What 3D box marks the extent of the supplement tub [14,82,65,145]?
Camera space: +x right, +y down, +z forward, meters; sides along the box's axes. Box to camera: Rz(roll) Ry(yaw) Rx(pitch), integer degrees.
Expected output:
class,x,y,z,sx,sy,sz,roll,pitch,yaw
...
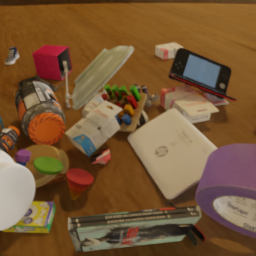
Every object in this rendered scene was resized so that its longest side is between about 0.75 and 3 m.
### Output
class,x,y,z,sx,sy,sz,roll,pitch,yaw
supplement tub,-2.982,-0.500,9.520,1.412,1.412,2.305,-16,40,-20

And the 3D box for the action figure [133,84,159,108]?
class,x,y,z,sx,sy,sz,roll,pitch,yaw
action figure,0.682,-1.229,11.219,1.031,0.550,1.585,-9,35,-8

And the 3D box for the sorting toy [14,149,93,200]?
class,x,y,z,sx,sy,sz,roll,pitch,yaw
sorting toy,-2.018,1.291,7.333,2.177,0.750,0.755,20,18,6

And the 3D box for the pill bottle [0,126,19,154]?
class,x,y,z,sx,sy,sz,roll,pitch,yaw
pill bottle,-3.533,0.394,7.991,0.529,0.529,0.996,10,44,14

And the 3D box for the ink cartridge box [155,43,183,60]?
class,x,y,z,sx,sy,sz,roll,pitch,yaw
ink cartridge box,2.242,-4.212,15.353,1.261,0.522,0.924,-16,39,-21

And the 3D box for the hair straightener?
class,x,y,z,sx,sy,sz,roll,pitch,yaw
hair straightener,1.236,2.262,6.697,0.511,0.272,1.327,-17,40,-22

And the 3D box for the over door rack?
class,x,y,z,sx,sy,sz,roll,pitch,yaw
over door rack,-1.789,-1.808,11.704,1.681,0.758,2.276,-6,58,-8

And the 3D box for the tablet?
class,x,y,z,sx,sy,sz,roll,pitch,yaw
tablet,1.288,0.591,8.347,1.943,0.204,2.985,-32,38,-2

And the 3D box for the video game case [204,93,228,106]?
class,x,y,z,sx,sy,sz,roll,pitch,yaw
video game case,3.629,-1.204,11.615,0.649,0.079,0.908,-8,37,-11

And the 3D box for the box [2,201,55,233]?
class,x,y,z,sx,sy,sz,roll,pitch,yaw
box,-2.500,2.152,6.833,1.273,0.308,0.747,-1,36,2

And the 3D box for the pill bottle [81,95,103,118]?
class,x,y,z,sx,sy,sz,roll,pitch,yaw
pill bottle,-1.299,-0.751,10.563,0.578,0.578,1.062,15,39,20

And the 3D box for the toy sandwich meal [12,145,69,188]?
class,x,y,z,sx,sy,sz,roll,pitch,yaw
toy sandwich meal,-2.550,1.157,7.994,1.767,0.605,1.767,-5,42,4

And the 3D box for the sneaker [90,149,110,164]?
class,x,y,z,sx,sy,sz,roll,pitch,yaw
sneaker,-0.769,0.922,8.295,0.343,0.404,0.931,-13,9,30

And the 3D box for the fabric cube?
class,x,y,z,sx,sy,sz,roll,pitch,yaw
fabric cube,-3.537,-3.086,13.206,1.260,1.264,1.240,7,37,13

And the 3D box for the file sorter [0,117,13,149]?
class,x,y,z,sx,sy,sz,roll,pitch,yaw
file sorter,-5.255,0.207,8.427,1.774,1.569,2.557,29,46,35

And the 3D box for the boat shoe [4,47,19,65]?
class,x,y,z,sx,sy,sz,roll,pitch,yaw
boat shoe,-6.196,-3.834,14.762,0.492,0.612,1.319,0,36,0

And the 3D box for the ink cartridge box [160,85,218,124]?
class,x,y,z,sx,sy,sz,roll,pitch,yaw
ink cartridge box,2.223,-0.786,10.462,1.245,0.721,2.138,-11,36,-18

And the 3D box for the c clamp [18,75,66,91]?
class,x,y,z,sx,sy,sz,roll,pitch,yaw
c clamp,-3.927,-1.931,12.525,1.866,0.253,1.594,26,49,29

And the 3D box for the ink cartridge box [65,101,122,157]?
class,x,y,z,sx,sy,sz,roll,pitch,yaw
ink cartridge box,-0.973,-0.022,8.752,1.703,0.578,0.988,-42,45,-18

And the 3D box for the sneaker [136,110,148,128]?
class,x,y,z,sx,sy,sz,roll,pitch,yaw
sneaker,0.073,-0.529,10.298,0.844,0.551,1.509,-19,34,-11

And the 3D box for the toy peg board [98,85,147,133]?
class,x,y,z,sx,sy,sz,roll,pitch,yaw
toy peg board,-0.376,-0.778,9.727,1.587,0.776,1.580,6,59,27

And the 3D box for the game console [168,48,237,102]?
class,x,y,z,sx,sy,sz,roll,pitch,yaw
game console,2.996,-2.137,10.879,2.501,1.484,2.155,21,72,-4

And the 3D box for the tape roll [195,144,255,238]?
class,x,y,z,sx,sy,sz,roll,pitch,yaw
tape roll,2.704,1.431,5.903,2.367,2.367,1.006,17,58,22

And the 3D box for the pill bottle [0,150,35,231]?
class,x,y,z,sx,sy,sz,roll,pitch,yaw
pill bottle,-3.762,1.209,6.598,2.999,1.745,1.745,12,37,29

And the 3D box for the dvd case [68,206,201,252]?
class,x,y,z,sx,sy,sz,roll,pitch,yaw
dvd case,0.087,2.091,5.683,2.407,1.757,0.265,-2,55,-7

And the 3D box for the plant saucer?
class,x,y,z,sx,sy,sz,roll,pitch,yaw
plant saucer,-0.804,-1.428,7.233,0.553,2.205,2.205,43,36,-15
